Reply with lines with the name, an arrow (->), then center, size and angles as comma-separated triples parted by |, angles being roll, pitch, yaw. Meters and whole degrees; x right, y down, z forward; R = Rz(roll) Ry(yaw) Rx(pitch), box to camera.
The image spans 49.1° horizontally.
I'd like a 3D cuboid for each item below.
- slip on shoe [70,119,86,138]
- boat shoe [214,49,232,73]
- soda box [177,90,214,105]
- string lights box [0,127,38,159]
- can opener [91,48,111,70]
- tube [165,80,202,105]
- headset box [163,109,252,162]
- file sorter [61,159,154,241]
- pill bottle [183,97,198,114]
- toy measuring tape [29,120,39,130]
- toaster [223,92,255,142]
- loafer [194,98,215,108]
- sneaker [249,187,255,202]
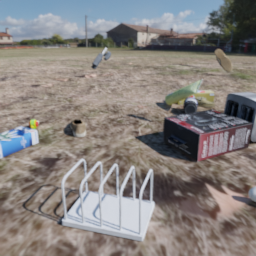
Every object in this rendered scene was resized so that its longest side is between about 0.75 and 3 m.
slip on shoe -> -2.340, -0.164, 13.013 | 0.741, 0.590, 1.949 | -4, 20, -10
boat shoe -> 4.146, -2.875, 12.151 | 0.429, 1.191, 0.386 | -33, -23, 14
soda box -> 4.184, -1.929, 17.675 | 2.305, 0.738, 0.781 | -1, 20, -4
string lights box -> -4.650, 0.559, 11.024 | 1.007, 0.578, 1.960 | 12, 23, 29
can opener -> -0.800, -2.126, 8.647 | 0.328, 0.262, 0.981 | 26, 50, -3
tube -> 3.203, -1.976, 16.260 | 0.699, 0.782, 2.694 | -6, -9, -32
headset box -> 2.984, 0.209, 11.175 | 2.961, 1.143, 2.203 | -12, 23, -27
file sorter -> -0.451, 1.674, 6.986 | 2.028, 1.262, 1.407 | 6, 21, 15
pill bottle -> 3.455, -1.185, 15.552 | 0.784, 0.784, 1.402 | 4, 21, 11
toy measuring tape -> -4.525, -0.259, 13.549 | 0.443, 0.443, 1.205 | -1, 20, -4
toaster -> 5.203, -0.566, 11.994 | 1.239, 2.088, 1.888 | -4, 21, -24
loafer -> 4.548, -1.536, 16.965 | 1.416, 0.477, 0.538 | 4, 20, 12
sneaker -> 3.901, 1.978, 7.170 | 1.513, 0.557, 0.874 | 10, 19, 22
